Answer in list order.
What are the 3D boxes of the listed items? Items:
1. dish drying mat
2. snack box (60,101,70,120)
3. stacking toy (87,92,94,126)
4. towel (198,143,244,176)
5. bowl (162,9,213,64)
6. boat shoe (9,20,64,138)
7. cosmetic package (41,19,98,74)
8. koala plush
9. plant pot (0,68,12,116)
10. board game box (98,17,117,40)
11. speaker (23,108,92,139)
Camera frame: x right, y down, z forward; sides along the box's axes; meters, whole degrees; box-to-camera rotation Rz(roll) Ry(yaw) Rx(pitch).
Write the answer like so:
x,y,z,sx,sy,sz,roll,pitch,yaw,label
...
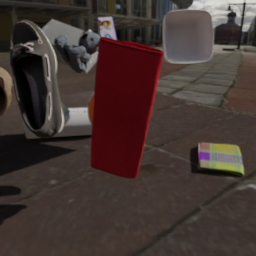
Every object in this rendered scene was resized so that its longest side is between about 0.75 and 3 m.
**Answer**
x,y,z,sx,sy,sz,roll,pitch,yaw,label
-0.096,-0.145,3.777,0.784,2.042,0.186,17,36,11,dish drying mat
-2.088,-0.564,7.837,0.903,0.525,0.168,44,10,19,snack box
-0.107,-0.302,6.136,1.439,1.439,1.969,-5,11,-12,stacking toy
3.148,1.011,9.642,1.463,0.232,2.037,5,22,12,towel
1.562,-2.416,7.554,1.380,1.378,0.515,-4,9,-7,bowl
-1.974,-1.100,5.877,0.894,2.673,0.762,-16,-4,7,boat shoe
-1.526,-2.107,7.204,1.557,0.702,0.832,25,63,15,cosmetic package
-0.847,-1.530,5.378,0.711,0.737,0.802,37,73,27,koala plush
-4.195,-1.241,8.498,1.590,1.590,1.387,0,29,0,plant pot
-0.599,-1.942,9.687,0.520,2.520,2.526,-8,66,-7,board game box
-2.733,-0.216,11.491,2.889,1.173,1.173,-4,21,-10,speaker
